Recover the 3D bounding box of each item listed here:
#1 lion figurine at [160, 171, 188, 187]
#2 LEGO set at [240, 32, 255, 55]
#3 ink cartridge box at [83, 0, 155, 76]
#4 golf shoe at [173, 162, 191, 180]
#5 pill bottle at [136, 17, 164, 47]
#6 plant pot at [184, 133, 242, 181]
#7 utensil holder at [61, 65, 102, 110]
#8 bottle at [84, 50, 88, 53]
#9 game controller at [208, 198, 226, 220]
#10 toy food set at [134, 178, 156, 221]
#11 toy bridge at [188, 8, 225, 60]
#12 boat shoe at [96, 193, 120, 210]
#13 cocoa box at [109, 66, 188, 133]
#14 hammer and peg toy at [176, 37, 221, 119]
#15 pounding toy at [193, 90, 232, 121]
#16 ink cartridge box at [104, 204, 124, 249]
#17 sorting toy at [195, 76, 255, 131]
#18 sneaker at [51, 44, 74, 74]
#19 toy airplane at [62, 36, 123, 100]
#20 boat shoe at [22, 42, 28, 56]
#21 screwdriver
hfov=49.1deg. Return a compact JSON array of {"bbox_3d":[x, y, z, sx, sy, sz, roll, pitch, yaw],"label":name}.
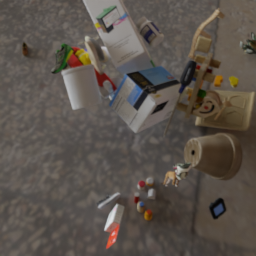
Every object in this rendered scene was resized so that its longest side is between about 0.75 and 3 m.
[{"bbox_3d":[1.449,1.559,9.016,0.379,1.047,0.641,28,67,-30],"label":"lion figurine"},{"bbox_3d":[6.032,-3.664,12.920,2.151,0.610,1.397,16,61,-5],"label":"LEGO set"},{"bbox_3d":[-0.263,-3.469,10.494,1.234,2.129,2.940,-27,80,11],"label":"ink cartridge box"},{"bbox_3d":[1.502,1.179,7.624,0.395,1.022,0.450,-6,78,-1],"label":"golf shoe"},{"bbox_3d":[0.802,-3.689,10.722,0.640,0.640,1.069,-34,80,-19],"label":"pill bottle"},{"bbox_3d":[2.432,0.798,8.390,1.253,1.444,1.444,10,55,-23],"label":"plant pot"},{"bbox_3d":[-1.533,-1.362,9.464,1.109,1.109,1.304,-16,97,-10],"label":"utensil holder"},{"bbox_3d":[-1.776,-3.145,12.632,0.387,0.303,0.927,-27,62,-16],"label":"bottle"},{"bbox_3d":[2.623,2.369,8.194,0.493,0.946,0.199,-30,45,1],"label":"game controller"},{"bbox_3d":[0.553,2.213,9.120,0.665,0.627,1.393,8,59,5],"label":"toy food set"},{"bbox_3d":[2.854,-3.537,10.555,0.673,2.003,0.273,13,25,-41],"label":"toy bridge"},{"bbox_3d":[-0.665,2.350,9.226,0.854,0.299,0.283,-31,56,-23],"label":"boat shoe"},{"bbox_3d":[0.746,-1.083,9.974,1.485,1.509,2.263,46,39,17],"label":"cocoa box"},{"bbox_3d":[2.686,-1.911,10.056,0.981,2.781,2.046,20,36,14],"label":"hammer and peg toy"},{"bbox_3d":[2.675,-0.711,9.298,0.753,1.317,0.756,37,56,-17],"label":"pounding toy"},{"bbox_3d":[-0.460,2.806,7.935,0.245,1.126,0.978,22,55,-3],"label":"ink cartridge box"},{"bbox_3d":[3.893,-1.009,11.014,1.975,0.355,2.651,5,55,29],"label":"sorting toy"},{"bbox_3d":[-2.301,-2.309,9.397,0.441,0.482,1.131,6,68,55],"label":"sneaker"},{"bbox_3d":[-1.120,-2.194,10.285,2.506,2.495,1.768,10,62,56],"label":"toy airplane"},{"bbox_3d":[-4.805,-3.642,12.969,0.270,0.256,0.752,-13,59,-8],"label":"boat shoe"},{"bbox_3d":[1.599,-0.946,9.215,0.387,0.371,2.663,23,97,-16],"label":"screwdriver"}]
